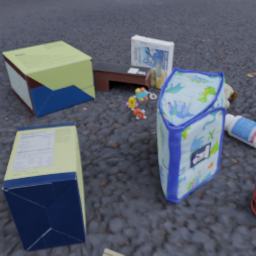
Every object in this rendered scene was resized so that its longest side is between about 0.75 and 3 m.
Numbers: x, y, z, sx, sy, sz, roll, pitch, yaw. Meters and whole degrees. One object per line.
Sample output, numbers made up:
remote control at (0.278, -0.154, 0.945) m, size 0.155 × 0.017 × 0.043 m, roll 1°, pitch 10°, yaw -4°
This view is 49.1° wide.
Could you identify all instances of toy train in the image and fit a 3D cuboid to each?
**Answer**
toy train at (0.476, -0.951, 10.534) m, size 0.938 × 1.249 × 0.347 m, roll 28°, pitch 31°, yaw -11°

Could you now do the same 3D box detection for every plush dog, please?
plush dog at (3.851, -1.574, 11.860) m, size 1.613 × 1.294 × 1.385 m, roll 30°, pitch 21°, yaw 37°

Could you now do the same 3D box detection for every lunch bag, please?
lunch bag at (1.588, 0.140, 7.526) m, size 1.873 × 2.499 × 2.939 m, roll 11°, pitch 39°, yaw 22°

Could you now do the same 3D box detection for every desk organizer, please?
desk organizer at (-0.364, -2.232, 12.751) m, size 2.715 × 1.045 × 0.974 m, roll 10°, pitch 35°, yaw 14°

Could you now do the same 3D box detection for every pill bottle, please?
pill bottle at (3.938, 0.058, 9.611) m, size 0.776 × 0.776 × 1.382 m, roll -26°, pitch 42°, yaw -33°

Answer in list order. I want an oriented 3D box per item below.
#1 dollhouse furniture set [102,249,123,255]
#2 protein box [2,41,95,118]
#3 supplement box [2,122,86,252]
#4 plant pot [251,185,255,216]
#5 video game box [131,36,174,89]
dollhouse furniture set at (-1.480, 2.833, 4.908) m, size 2.292 × 1.441 × 2.592 m, roll 13°, pitch 36°, yaw 18°
protein box at (-3.352, -2.200, 11.941) m, size 2.774 × 1.886 × 2.795 m, roll -22°, pitch 40°, yaw -29°
supplement box at (-1.811, 1.299, 6.599) m, size 1.397 × 2.082 × 2.079 m, roll -5°, pitch 34°, yaw -8°
plant pot at (3.654, 1.768, 6.881) m, size 1.099 × 1.001 × 1.099 m, roll -1°, pitch 34°, yaw 0°
video game box at (1.053, -2.982, 12.896) m, size 1.952 × 2.143 × 0.502 m, roll 22°, pitch 40°, yaw 30°
